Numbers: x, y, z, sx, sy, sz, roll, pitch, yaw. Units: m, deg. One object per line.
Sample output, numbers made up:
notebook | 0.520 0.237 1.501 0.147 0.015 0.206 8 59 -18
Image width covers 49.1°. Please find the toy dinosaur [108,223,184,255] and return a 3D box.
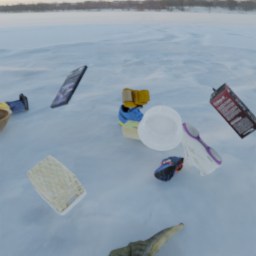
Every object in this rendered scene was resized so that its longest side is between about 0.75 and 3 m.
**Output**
toy dinosaur | 0.425 2.706 5.724 2.970 0.705 1.309 -13 19 -31

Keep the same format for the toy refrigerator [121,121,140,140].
toy refrigerator | 0.497 0.112 10.507 1.446 0.506 0.549 11 34 35

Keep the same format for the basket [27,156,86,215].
basket | -1.934 1.493 7.525 1.357 0.837 0.920 32 59 31

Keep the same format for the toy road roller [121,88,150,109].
toy road roller | 0.318 -1.098 9.974 1.009 0.620 0.737 8 -20 -42

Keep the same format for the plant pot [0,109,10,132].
plant pot | -5.583 -0.191 11.443 1.502 0.693 1.502 0 26 0

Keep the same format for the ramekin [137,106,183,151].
ramekin | 0.868 -0.020 7.370 1.165 1.165 0.568 5 37 11

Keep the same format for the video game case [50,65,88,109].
video game case | -2.363 -1.617 11.141 1.304 0.173 1.825 -7 54 49

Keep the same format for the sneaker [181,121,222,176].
sneaker | 1.825 0.592 8.149 0.681 0.907 1.820 -12 58 -49

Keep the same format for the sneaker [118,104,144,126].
sneaker | 0.395 -0.302 11.415 0.768 0.914 2.331 -23 37 -34

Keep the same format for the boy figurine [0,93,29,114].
boy figurine | -5.974 -0.949 12.857 2.522 0.813 1.568 -15 33 -32

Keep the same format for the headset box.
headset box | 2.940 -0.576 7.967 1.541 0.578 1.145 48 26 -2

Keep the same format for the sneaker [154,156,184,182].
sneaker | 1.217 1.270 8.859 0.558 0.536 1.422 12 19 37
